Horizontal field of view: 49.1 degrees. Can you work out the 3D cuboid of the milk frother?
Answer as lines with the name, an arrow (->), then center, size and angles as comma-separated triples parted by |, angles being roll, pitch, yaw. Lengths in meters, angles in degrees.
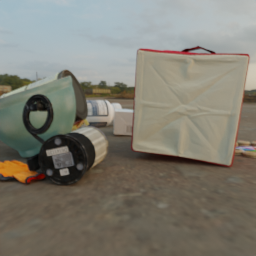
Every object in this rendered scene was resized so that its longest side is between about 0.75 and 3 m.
milk frother -> -1.290, 0.149, 5.863 | 1.488, 1.649, 1.551 | 6, 7, 9

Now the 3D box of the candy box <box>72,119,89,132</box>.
candy box -> -2.411, -0.155, 11.896 | 1.006, 0.482, 1.743 | -34, 19, -17

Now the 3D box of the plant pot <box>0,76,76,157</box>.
plant pot -> -2.524, -0.240, 7.738 | 2.550, 1.709, 2.550 | -17, 13, 4

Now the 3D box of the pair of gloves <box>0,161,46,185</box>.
pair of gloves -> -2.840, 0.938, 5.387 | 1.785, 0.248, 2.003 | 6, 10, 39

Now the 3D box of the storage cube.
storage cube -> 1.725, -0.729, 7.678 | 2.557, 2.992, 2.689 | 9, 15, 17

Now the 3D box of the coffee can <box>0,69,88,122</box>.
coffee can -> -2.935, -0.767, 9.878 | 2.489, 1.822, 1.822 | -18, 3, 12

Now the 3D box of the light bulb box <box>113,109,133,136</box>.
light bulb box -> 0.158, -0.255, 11.992 | 1.555, 0.979, 1.569 | 4, 6, -2

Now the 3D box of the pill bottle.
pill bottle -> -1.596, -0.749, 14.764 | 2.347, 1.403, 1.403 | -2, 7, -25

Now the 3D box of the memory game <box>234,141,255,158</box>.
memory game -> 3.854, 0.621, 8.453 | 2.301, 0.147, 2.301 | 0, 6, 0
